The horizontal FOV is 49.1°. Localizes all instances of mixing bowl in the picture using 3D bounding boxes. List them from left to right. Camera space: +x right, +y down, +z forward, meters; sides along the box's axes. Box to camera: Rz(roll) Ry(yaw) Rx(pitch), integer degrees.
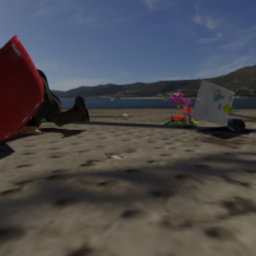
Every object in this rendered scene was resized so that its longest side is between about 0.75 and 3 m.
[{"bbox_3d":[-3.126,-0.735,6.871,1.530,2.825,2.825,44,-17,-27],"label":"mixing bowl"}]

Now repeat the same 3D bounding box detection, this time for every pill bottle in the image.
[{"bbox_3d":[3.699,-0.094,9.553,0.430,0.430,0.768,0,5,2],"label":"pill bottle"}]

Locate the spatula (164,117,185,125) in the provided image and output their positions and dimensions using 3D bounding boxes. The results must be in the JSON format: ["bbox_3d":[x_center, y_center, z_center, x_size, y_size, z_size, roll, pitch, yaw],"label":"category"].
[{"bbox_3d":[2.124,-0.328,12.360,1.230,0.126,0.348,-16,-14,-10],"label":"spatula"}]

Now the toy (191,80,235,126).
[{"bbox_3d":[3.287,-0.969,11.208,2.542,1.464,0.600,8,10,-40],"label":"toy"}]

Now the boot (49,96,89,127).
[{"bbox_3d":[-2.167,-0.496,10.079,1.370,0.545,1.574,-10,-30,-1],"label":"boot"}]

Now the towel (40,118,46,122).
[{"bbox_3d":[-5.532,-0.561,14.272,2.153,0.530,2.903,4,6,31],"label":"towel"}]

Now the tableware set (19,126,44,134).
[{"bbox_3d":[-3.715,0.059,8.726,1.735,0.241,2.077,3,-2,-42],"label":"tableware set"}]

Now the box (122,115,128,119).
[{"bbox_3d":[-0.159,-0.670,17.022,0.311,0.259,0.758,0,6,-5],"label":"box"}]

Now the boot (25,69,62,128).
[{"bbox_3d":[-3.177,-0.464,9.984,1.075,1.919,2.775,-6,-32,7],"label":"boot"}]

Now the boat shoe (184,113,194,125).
[{"bbox_3d":[2.642,-0.431,11.993,0.337,0.384,1.078,-24,-22,7],"label":"boat shoe"}]

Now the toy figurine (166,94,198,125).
[{"bbox_3d":[2.520,-0.882,12.967,1.525,1.404,1.145,0,5,-9],"label":"toy figurine"}]
